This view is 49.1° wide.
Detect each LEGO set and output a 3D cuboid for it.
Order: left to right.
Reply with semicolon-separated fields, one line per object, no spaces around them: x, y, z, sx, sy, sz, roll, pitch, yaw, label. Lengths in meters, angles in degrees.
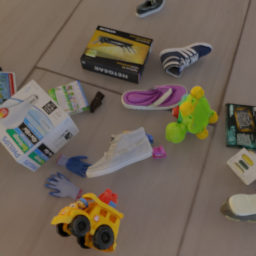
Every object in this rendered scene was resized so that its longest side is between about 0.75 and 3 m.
0.193;0.597;10.073;2.333;0.957;0.890;-6;62;-3;LEGO set

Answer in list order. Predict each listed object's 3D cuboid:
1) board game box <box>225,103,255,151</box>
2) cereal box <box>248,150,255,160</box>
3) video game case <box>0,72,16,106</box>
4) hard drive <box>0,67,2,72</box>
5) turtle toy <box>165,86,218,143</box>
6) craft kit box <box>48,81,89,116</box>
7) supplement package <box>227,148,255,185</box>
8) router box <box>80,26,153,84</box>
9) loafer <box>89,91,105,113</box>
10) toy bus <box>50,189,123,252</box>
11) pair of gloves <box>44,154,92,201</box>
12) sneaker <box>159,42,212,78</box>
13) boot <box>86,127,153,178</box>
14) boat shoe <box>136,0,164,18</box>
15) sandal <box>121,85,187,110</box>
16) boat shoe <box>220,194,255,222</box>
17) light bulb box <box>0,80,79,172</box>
4.404;-0.062;10.805;1.266;0.264;1.872;7;63;4;board game box
4.622;1.312;10.141;0.882;0.174;0.635;36;69;16;cereal box
-5.850;-1.412;10.934;2.773;0.242;1.983;-3;60;-27;video game case
-6.377;-2.337;11.958;1.608;0.304;1.123;17;64;8;hard drive
2.222;-0.357;10.323;1.146;1.653;2.268;1;45;52;turtle toy
-2.420;-1.141;11.348;1.348;0.331;1.365;-18;64;-12;craft kit box
4.056;1.345;9.677;0.753;0.748;0.993;-41;68;6;supplement package
-0.466;-3.212;12.176;2.638;0.689;2.074;16;65;8;router box
-1.233;-1.023;11.233;0.374;0.383;1.049;17;64;9;loafer
-1.096;2.631;8.546;1.891;1.283;1.815;37;56;-21;toy bus
-2.070;1.692;9.946;1.399;0.198;1.740;21;66;9;pair of gloves
2.530;-2.877;11.945;2.257;0.791;1.224;-8;58;3;sneaker
-0.423;0.769;9.430;2.368;0.871;1.132;-21;96;-9;boot
1.114;-5.976;13.669;1.694;0.601;0.611;-37;69;-17;boat shoe
1.098;-1.268;11.192;2.722;0.669;1.108;-11;64;-7;sandal
3.987;2.593;8.984;2.324;0.695;0.831;11;52;-24;boat shoe
-3.396;-0.063;9.986;2.241;1.398;2.221;-44;68;-12;light bulb box
